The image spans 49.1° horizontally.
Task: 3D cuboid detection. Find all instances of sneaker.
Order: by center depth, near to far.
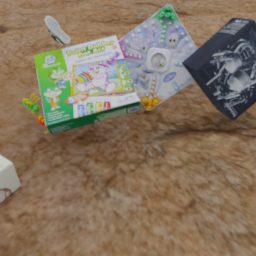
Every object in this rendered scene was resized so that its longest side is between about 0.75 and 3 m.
[{"bbox_3d":[-2.405,-3.161,9.258,0.411,1.035,0.406,-8,37,52],"label":"sneaker"}]

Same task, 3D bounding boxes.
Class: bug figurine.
[{"bbox_3d":[-2.894,-0.672,10.238,1.638,0.543,2.112,39,29,1],"label":"bug figurine"}]

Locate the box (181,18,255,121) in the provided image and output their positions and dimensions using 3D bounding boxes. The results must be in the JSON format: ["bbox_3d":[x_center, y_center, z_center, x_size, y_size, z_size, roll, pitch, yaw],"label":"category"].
[{"bbox_3d":[3.719,-2.041,9.950,2.377,2.611,1.359,-41,26,9],"label":"box"}]

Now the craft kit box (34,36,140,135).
[{"bbox_3d":[-1.409,-1.509,9.269,2.972,0.721,2.935,-16,60,-6],"label":"craft kit box"}]

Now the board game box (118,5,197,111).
[{"bbox_3d":[1.147,-2.568,10.671,2.926,2.927,0.379,-34,13,10],"label":"board game box"}]

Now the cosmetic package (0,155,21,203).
[{"bbox_3d":[-4.362,1.791,7.539,1.273,1.074,2.463,24,46,26],"label":"cosmetic package"}]
